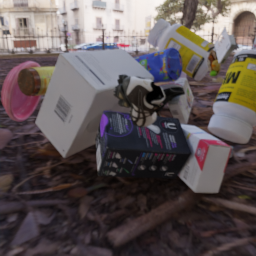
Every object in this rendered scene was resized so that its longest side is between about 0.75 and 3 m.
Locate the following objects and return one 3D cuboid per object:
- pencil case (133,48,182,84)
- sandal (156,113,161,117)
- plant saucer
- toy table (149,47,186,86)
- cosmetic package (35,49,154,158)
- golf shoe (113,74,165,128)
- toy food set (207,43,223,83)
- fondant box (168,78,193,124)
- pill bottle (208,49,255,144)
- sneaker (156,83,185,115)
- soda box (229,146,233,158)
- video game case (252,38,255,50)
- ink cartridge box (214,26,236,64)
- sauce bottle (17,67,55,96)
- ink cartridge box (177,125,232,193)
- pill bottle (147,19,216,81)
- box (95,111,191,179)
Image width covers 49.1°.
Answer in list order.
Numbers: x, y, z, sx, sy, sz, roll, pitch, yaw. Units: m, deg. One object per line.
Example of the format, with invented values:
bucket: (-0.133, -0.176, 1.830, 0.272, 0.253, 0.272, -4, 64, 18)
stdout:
pencil case: (0.489, -1.935, 9.879, 2.820, 1.225, 1.100, -7, -18, 37)
sandal: (0.860, -0.555, 11.423, 0.927, 0.623, 2.309, -10, 14, -13)
plant saucer: (-3.519, -1.234, 9.276, 0.514, 2.030, 2.030, 17, 21, 6)
toy table: (1.872, -2.856, 13.811, 1.512, 2.583, 2.374, 4, 11, 34)
cosmetic package: (-1.039, -0.856, 8.695, 1.639, 2.658, 2.666, 47, 38, 18)
golf shoe: (0.374, -0.431, 5.395, 0.783, 0.644, 1.658, 1, -19, 24)
toy food set: (2.574, -1.970, 8.551, 0.245, 1.221, 0.843, -12, 10, -5)
fondant box: (2.166, -1.081, 11.364, 0.459, 1.137, 1.576, -3, 46, 32)
pill bottle: (3.068, -0.808, 7.503, 1.289, 2.256, 1.289, 24, -8, 4)
sneaker: (1.132, -0.993, 10.766, 2.291, 0.989, 0.920, -14, -9, 30)
soda box: (2.607, 0.775, 8.153, 1.044, 0.332, 0.357, -15, 24, -35)
video game case: (4.583, -2.491, 8.597, 1.943, 1.771, 0.223, -22, 48, -15)
ink cartridge box: (2.648, -2.274, 7.697, 0.171, 0.681, 0.784, 0, -25, -7)
sauce bottle: (-2.180, -1.542, 8.913, 0.863, 0.863, 2.613, 13, 20, 33)
ink cartridge box: (1.660, 0.698, 6.931, 0.697, 1.201, 1.627, 6, 16, -18)
pill bottle: (2.056, -3.063, 10.749, 2.582, 1.437, 1.437, 37, 30, 12)
box: (0.291, 0.433, 6.758, 1.991, 1.056, 1.217, 5, 45, -15)
